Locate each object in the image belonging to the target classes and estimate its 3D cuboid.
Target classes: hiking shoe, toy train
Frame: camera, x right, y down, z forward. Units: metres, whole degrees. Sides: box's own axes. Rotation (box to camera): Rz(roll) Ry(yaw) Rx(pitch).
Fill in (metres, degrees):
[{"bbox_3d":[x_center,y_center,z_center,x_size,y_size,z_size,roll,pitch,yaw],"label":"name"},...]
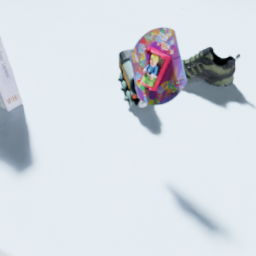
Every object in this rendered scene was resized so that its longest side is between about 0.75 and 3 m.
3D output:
[{"bbox_3d":[2.525,-2.365,10.122,2.754,1.386,1.043,7,45,7],"label":"hiking shoe"},{"bbox_3d":[0.189,-1.698,9.543,0.947,1.266,2.221,-10,45,-9],"label":"toy train"}]

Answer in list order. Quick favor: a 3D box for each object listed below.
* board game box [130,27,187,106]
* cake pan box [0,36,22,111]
[{"bbox_3d":[0.558,-1.463,6.706,0.365,1.480,1.873,-4,81,-47],"label":"board game box"},{"bbox_3d":[-4.690,-2.121,8.986,2.463,2.674,0.700,28,51,23],"label":"cake pan box"}]
